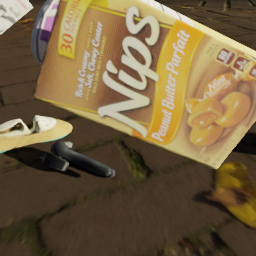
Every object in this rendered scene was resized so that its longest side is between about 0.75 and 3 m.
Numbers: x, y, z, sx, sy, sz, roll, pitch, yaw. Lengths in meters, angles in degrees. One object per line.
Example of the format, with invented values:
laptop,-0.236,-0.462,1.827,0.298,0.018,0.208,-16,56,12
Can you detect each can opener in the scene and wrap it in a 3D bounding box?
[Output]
can opener,-0.981,0.690,5.793,1.594,0.626,0.505,15,-4,17

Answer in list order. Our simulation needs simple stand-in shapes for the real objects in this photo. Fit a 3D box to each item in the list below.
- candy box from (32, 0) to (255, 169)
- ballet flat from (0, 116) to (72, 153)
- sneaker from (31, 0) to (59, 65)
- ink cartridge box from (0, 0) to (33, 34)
candy box,0.298,-0.560,3.074,2.309,1.333,0.638,21,29,-11
ballet flat,-2.277,0.058,6.518,2.018,0.636,0.693,-18,37,-26
sneaker,-0.569,-1.383,3.525,0.885,1.553,0.563,32,4,24
ink cartridge box,-3.806,-3.418,7.949,1.813,0.756,1.317,-39,-1,0
